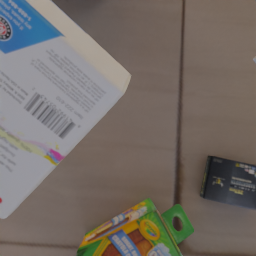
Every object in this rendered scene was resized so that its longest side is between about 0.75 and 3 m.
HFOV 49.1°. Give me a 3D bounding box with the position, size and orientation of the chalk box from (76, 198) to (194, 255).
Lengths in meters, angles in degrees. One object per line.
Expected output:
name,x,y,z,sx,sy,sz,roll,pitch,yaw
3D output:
chalk box,0.329,2.695,6.423,2.457,1.523,1.534,-29,87,-2

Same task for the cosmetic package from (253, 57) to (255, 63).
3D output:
cosmetic package,3.616,-0.705,5.018,1.311,1.034,2.437,-41,101,11

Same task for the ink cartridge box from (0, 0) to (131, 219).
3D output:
ink cartridge box,-1.762,-0.351,4.344,2.161,1.266,2.991,42,109,-11

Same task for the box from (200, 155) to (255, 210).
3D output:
box,2.633,1.377,7.114,1.399,0.357,1.103,13,87,1
